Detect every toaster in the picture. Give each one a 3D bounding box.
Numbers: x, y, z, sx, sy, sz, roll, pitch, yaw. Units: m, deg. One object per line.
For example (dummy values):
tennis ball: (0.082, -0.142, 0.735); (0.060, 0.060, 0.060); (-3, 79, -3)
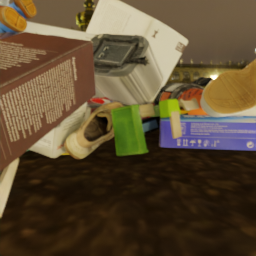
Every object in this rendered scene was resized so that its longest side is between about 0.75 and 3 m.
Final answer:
toaster: (-0.084, -1.357, 6.686); (2.159, 1.227, 1.394); (16, -22, 38)

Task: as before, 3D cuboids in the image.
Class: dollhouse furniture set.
dollhouse furniture set: (0.605, -0.068, 5.564); (1.094, 0.845, 2.189); (-9, 1, 34)

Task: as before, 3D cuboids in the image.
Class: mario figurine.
mario figurine: (-3.547, -2.639, 6.612); (2.554, 1.354, 1.577); (-4, 18, 28)

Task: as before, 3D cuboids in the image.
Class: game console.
game console: (0.845, -0.113, 7.184); (1.468, 0.866, 0.177); (-19, 25, 1)

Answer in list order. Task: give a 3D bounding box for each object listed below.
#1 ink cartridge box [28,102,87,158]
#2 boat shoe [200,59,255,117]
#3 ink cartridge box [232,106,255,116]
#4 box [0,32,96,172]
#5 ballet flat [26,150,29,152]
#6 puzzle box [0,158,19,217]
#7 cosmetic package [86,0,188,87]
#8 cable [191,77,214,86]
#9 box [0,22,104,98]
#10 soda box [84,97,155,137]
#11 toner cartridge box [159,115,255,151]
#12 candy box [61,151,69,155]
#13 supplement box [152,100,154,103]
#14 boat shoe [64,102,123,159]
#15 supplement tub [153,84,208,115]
ink cartridge box: (-1.269, -0.362, 5.138); (0.637, 1.515, 1.106); (17, 18, 14)
boat shoe: (2.504, -0.803, 6.579); (2.760, 0.977, 0.957); (-26, -11, -35)
ink cartridge box: (4.319, -1.108, 12.133); (2.141, 1.242, 2.900); (-3, 10, -18)
box: (-1.477, -0.366, 3.194); (1.198, 0.897, 2.393); (14, 37, 21)
ballet flat: (-1.866, 0.173, 5.727); (0.474, 0.526, 1.398); (-16, 1, 27)
puzzle box: (-2.265, 0.621, 3.516); (1.536, 0.294, 2.309); (-2, 8, -17)
cosmetic package: (0.148, -3.000, 10.221); (2.262, 2.264, 2.744); (4, 30, -50)
cable: (2.699, -1.045, 10.563); (1.871, 2.293, 0.582); (-10, -44, 33)
box: (-2.514, -1.441, 8.722); (2.890, 2.476, 2.876); (-10, 0, 42)
soda box: (-0.428, -0.332, 7.637); (0.944, 0.855, 2.697); (21, 19, 35)
toner cartridge box: (2.165, 0.068, 6.169); (2.873, 0.620, 1.365); (1, 8, 10)
candy box: (-1.244, 0.394, 5.675); (0.391, 0.101, 0.766); (2, 12, -14)
supplement box: (0.810, -0.955, 12.021); (0.961, 0.960, 0.645); (-1, 7, -13)
boat shoe: (-0.452, -0.062, 5.305); (0.573, 0.633, 1.777); (-37, 9, 39)
supplement tub: (1.695, -0.693, 8.769); (1.400, 1.400, 2.286); (-1, 10, -9)
